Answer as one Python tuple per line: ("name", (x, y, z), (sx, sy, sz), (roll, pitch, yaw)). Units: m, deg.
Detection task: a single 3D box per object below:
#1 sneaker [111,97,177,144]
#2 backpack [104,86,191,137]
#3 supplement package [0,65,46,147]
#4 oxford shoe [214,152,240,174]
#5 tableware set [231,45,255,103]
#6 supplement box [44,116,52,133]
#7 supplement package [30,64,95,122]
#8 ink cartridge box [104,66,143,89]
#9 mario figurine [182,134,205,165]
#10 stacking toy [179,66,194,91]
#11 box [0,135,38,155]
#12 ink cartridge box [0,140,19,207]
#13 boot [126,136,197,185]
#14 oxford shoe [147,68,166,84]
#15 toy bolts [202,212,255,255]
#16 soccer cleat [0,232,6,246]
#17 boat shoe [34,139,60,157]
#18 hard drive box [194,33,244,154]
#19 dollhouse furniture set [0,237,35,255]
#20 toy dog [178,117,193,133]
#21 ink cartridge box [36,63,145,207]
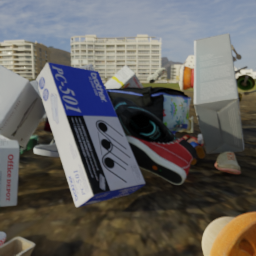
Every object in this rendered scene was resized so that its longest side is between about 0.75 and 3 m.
("sneaker", (0.618, 0.303, 7.168), (2.768, 1.043, 1.097), (35, -3, -27))
("backpack", (0.680, -0.353, 9.859), (2.704, 2.171, 2.955), (8, 9, 38))
("supplement package", (-3.057, -0.531, 6.891), (1.345, 1.341, 2.294), (29, -12, 2))
("oxford shoe", (2.576, 0.868, 7.276), (0.501, 0.522, 1.415), (15, 2, 1))
("tableware set", (3.172, -1.612, 8.877), (1.275, 1.893, 0.290), (-20, 26, 49))
("supplement box", (-1.640, -0.512, 7.526), (0.907, 1.666, 0.507), (14, 45, -19))
("supplement package", (-2.719, -1.451, 11.986), (2.853, 1.563, 1.623), (-21, 4, -18))
("ink cartridge box", (-0.284, -1.429, 10.835), (0.666, 1.598, 1.160), (46, -1, 33))
("mario figurine", (1.879, 0.558, 8.701), (0.933, 0.801, 1.511), (-5, 12, 6))
("stacking toy", (2.450, -1.725, 9.809), (1.238, 0.904, 0.904), (4, 11, 18))
("box", (-4.273, 0.636, 9.432), (1.653, 0.416, 2.291), (1, 12, 5))
("ink cartridge box", (-2.991, 0.868, 5.376), (1.664, 1.212, 0.689), (2, 8, -25))
("boot", (0.749, 0.474, 6.611), (1.654, 0.599, 1.194), (29, 47, 10))
("oxford shoe", (0.991, -1.773, 9.621), (0.801, 0.231, 0.301), (-32, -44, 33))
("toy bolts", (2.272, 1.016, 3.060), (2.622, 2.505, 1.819), (16, 0, -16))
("soccer cleat", (-2.110, 1.667, 3.935), (0.328, 0.408, 0.957), (5, 12, 23))
("boat shoe", (-1.832, 0.449, 8.395), (1.877, 0.800, 0.693), (4, 2, -22))
("hard drive box", (2.491, -0.943, 7.754), (1.010, 2.049, 2.629), (-6, 47, 21))
("dollhouse furniture set", (-2.040, 1.438, 3.507), (1.130, 1.012, 1.426), (6, 12, 31))
("toy dog", (2.427, -0.137, 12.811), (1.062, 0.741, 1.029), (1, -3, 11))
("ink cartridge box", (-0.826, 0.052, 5.850), (1.369, 2.911, 0.644), (0, -32, -45))
